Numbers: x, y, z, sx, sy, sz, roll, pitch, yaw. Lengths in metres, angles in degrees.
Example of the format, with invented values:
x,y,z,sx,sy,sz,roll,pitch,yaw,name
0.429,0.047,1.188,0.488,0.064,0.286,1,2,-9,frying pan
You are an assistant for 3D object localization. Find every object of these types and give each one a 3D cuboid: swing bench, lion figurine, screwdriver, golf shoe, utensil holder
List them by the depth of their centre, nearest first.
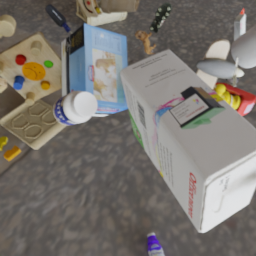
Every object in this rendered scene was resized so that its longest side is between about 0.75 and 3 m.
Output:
x,y,z,sx,sy,sz,roll,pitch,yaw,name
3.829,-2.452,8.172,1.109,1.304,1.109,2,82,-16,utensil holder
0.997,-3.455,8.663,0.395,1.022,0.450,30,44,-9,golf shoe
-1.885,-3.150,9.642,2.663,0.371,0.387,50,50,-2,screwdriver
0.650,-3.023,10.042,0.379,1.047,0.641,-15,19,44,lion figurine
-1.535,-6.558,15.481,2.265,1.477,2.277,-19,56,-16,swing bench

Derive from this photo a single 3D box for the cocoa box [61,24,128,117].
x,y,z,sx,sy,sz,roll,pitch,yaw,name
-0.994,-1.582,8.276,1.509,1.485,2.263,4,80,-38,cocoa box

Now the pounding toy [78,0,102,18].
x,y,z,sx,sy,sz,roll,pitch,yaw,name
-1.340,-4.792,10.321,0.753,1.317,0.756,-11,30,35,pounding toy

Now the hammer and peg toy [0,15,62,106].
x,y,z,sx,sy,sz,roll,pitch,yaw,name
-3.203,-2.042,8.566,2.046,2.781,0.981,-23,46,16,hammer and peg toy

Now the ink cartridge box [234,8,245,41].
x,y,z,sx,sy,sz,roll,pitch,yaw,name
4.140,-3.604,10.206,0.245,1.126,0.978,19,55,34,ink cartridge box

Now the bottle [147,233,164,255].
x,y,z,sx,sy,sz,roll,pitch,yaw,name
0.729,3.305,7.490,0.387,0.303,0.927,-9,49,-8,bottle

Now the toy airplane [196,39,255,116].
x,y,z,sx,sy,sz,roll,pitch,yaw,name
1.914,-0.688,7.247,2.495,2.506,1.768,-31,39,17,toy airplane

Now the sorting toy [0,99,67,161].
x,y,z,sx,sy,sz,roll,pitch,yaw,name
-3.749,0.032,10.398,1.975,0.355,2.651,32,56,20,sorting toy

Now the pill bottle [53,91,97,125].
x,y,z,sx,sy,sz,roll,pitch,yaw,name
-1.061,-0.402,5.659,0.640,0.640,1.069,-38,15,-29,pill bottle

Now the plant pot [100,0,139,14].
x,y,z,sx,sy,sz,roll,pitch,yaw,name
-0.240,-4.951,10.531,1.253,1.444,1.444,15,50,7,plant pot

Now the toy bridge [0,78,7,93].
x,y,z,sx,sy,sz,roll,pitch,yaw,name
-3.871,-1.373,6.751,0.673,2.003,0.273,-27,63,31,toy bridge

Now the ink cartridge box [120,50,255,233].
x,y,z,sx,sy,sz,roll,pitch,yaw,name
1.121,0.206,5.560,1.234,2.129,2.940,-25,51,-10,ink cartridge box
